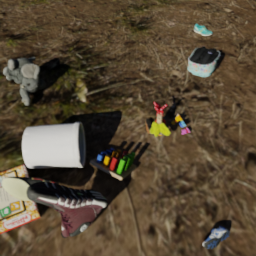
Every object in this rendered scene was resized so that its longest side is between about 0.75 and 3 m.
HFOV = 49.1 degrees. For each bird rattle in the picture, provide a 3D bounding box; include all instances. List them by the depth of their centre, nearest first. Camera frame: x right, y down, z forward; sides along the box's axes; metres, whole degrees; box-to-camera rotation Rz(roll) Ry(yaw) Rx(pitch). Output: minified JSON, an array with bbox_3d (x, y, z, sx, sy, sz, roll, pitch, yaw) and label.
[{"bbox_3d":[1.318,-0.294,12.014,0.855,1.238,1.518,-5,66,5],"label":"bird rattle"}]

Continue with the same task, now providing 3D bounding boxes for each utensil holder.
[{"bbox_3d":[-2.808,0.716,10.864,2.065,1.755,1.755,-4,47,-1],"label":"utensil holder"}]

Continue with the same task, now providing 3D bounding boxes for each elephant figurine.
[{"bbox_3d":[-4.961,-2.414,14.146,2.334,1.811,1.652,38,14,17],"label":"elephant figurine"}]

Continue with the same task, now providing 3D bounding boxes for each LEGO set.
[{"bbox_3d":[2.256,-0.179,12.567,0.472,0.438,1.150,-33,45,9],"label":"LEGO set"}]

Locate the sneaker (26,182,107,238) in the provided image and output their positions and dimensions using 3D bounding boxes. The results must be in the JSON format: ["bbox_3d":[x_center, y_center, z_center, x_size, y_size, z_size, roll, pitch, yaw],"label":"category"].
[{"bbox_3d":[-2.006,2.690,8.682,2.775,1.603,1.050,21,7,-38],"label":"sneaker"}]

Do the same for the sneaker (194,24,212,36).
[{"bbox_3d":[4.878,-6.377,18.270,1.290,0.514,0.500,30,54,24],"label":"sneaker"}]

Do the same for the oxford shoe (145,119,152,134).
[{"bbox_3d":[0.883,-0.083,12.572,0.287,0.287,0.805,14,46,-20],"label":"oxford shoe"}]

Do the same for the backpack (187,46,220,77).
[{"bbox_3d":[3.988,-3.475,15.045,1.485,1.259,1.672,21,45,24],"label":"backpack"}]

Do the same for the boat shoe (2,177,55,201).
[{"bbox_3d":[-3.233,2.058,9.503,2.014,0.737,0.631,13,19,2],"label":"boat shoe"}]

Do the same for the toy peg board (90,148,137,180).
[{"bbox_3d":[-0.459,1.179,10.655,1.388,0.682,1.394,25,19,19],"label":"toy peg board"}]

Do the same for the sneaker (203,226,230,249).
[{"bbox_3d":[2.834,3.595,9.175,1.013,0.384,0.390,-23,28,-19],"label":"sneaker"}]

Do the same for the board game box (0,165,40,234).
[{"bbox_3d":[-4.727,2.682,9.763,2.749,0.637,2.082,-19,50,-17],"label":"board game box"}]
